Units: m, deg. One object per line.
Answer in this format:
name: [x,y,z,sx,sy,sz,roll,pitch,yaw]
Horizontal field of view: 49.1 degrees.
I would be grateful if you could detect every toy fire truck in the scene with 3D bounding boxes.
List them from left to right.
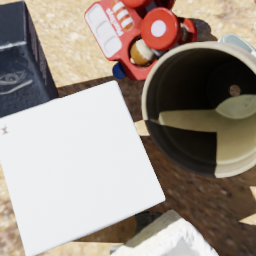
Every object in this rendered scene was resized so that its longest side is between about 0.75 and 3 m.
toy fire truck: [0.259,-2.458,7.217,2.329,1.555,2.773,-31,85,32]

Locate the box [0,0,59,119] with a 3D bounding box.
box: [-3.041,-0.887,5.978,2.643,2.688,1.578,-13,52,-6]

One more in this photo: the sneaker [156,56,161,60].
sneaker: [1.310,-2.257,7.920,0.572,0.498,1.271,43,73,13]

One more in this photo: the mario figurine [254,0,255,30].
mario figurine: [3.939,-2.879,7.483,1.004,1.894,1.169,-14,52,22]

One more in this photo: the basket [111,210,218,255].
basket: [0.753,2.672,4.807,1.846,1.485,1.830,-38,91,-2]

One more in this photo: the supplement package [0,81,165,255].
supplement package: [-0.801,0.866,5.221,2.034,2.680,2.019,-20,74,-9]

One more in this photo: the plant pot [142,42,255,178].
plant pot: [1.978,-0.589,6.077,2.625,2.625,2.277,42,38,16]

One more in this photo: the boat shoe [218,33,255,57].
boat shoe: [3.423,-1.639,7.415,1.025,0.869,2.814,-24,67,-9]

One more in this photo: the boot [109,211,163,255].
boot: [0.216,2.258,5.991,1.302,0.441,0.851,-2,62,-10]
